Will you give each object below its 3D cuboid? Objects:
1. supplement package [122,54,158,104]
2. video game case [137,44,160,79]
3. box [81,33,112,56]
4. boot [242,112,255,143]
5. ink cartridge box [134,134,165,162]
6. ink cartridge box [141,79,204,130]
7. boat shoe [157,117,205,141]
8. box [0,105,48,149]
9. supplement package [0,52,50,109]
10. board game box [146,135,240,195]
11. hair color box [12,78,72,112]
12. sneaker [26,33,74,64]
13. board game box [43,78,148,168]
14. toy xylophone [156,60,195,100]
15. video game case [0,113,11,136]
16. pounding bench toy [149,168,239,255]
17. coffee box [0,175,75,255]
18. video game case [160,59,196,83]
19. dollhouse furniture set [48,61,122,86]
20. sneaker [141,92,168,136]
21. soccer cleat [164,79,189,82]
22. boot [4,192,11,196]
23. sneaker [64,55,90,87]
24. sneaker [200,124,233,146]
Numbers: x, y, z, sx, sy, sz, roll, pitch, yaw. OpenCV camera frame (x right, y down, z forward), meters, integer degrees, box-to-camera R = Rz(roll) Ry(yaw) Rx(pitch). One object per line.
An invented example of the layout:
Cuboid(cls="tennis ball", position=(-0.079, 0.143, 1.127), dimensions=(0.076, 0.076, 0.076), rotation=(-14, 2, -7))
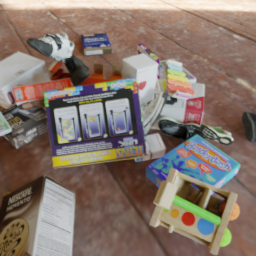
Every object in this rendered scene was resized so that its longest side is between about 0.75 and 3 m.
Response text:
Cuboid(cls="supplement package", position=(0.371, -1.647, 9.674), dimensions=(0.887, 1.462, 0.876), rotation=(-22, 48, -25))
Cuboid(cls="video game case", position=(0.881, -2.646, 11.861), dimensions=(0.259, 1.447, 1.311), rotation=(-30, 55, -16))
Cuboid(cls="box", position=(-1.880, -4.926, 16.136), dimensions=(1.551, 0.415, 2.560), rotation=(-8, 40, -9))
Cuboid(cls="boot", position=(5.294, 0.022, 10.227), dimensions=(1.894, 0.622, 1.561), rotation=(9, 43, 3))
Cuboid(cls="ink cartridge box", position=(0.643, 0.667, 9.483), dimensions=(1.031, 0.443, 0.755), rotation=(-9, 48, -13))
Cuboid(cls="ink cartridge box", position=(1.471, -0.899, 10.833), dimensions=(2.712, 1.123, 1.976), rotation=(8, 41, 9))
Cuboid(cls="boat shoe", position=(1.908, 0.159, 9.743), dimensions=(1.824, 0.682, 0.605), rotation=(20, 35, -9))
Cuboid(cls="box", position=(-3.792, -0.314, 10.593), dimensions=(1.705, 0.538, 2.163), rotation=(32, 49, 31))
Cuboid(cls="supplement package", position=(-4.786, -2.014, 11.925), dimensions=(1.742, 1.240, 2.237), rotation=(24, 52, 26))
Cuboid(cls="board game box", position=(2.001, 1.315, 8.696), dimensions=(2.337, 0.526, 1.777), rotation=(-28, 48, -29))
Cuboid(cls="hair color box", position=(-3.102, -1.213, 10.373), dimensions=(2.014, 1.022, 0.617), rotation=(-13, 78, -16))
Cuboid(cls="sneaker", position=(-2.983, -3.350, 11.056), dimensions=(0.960, 1.146, 2.590), rotation=(34, 12, 10))
Cuboid(cls="board game box", position=(-0.977, -0.133, 8.714), dimensions=(2.904, 2.400, 0.823), rotation=(-7, 1, 5))
Cuboid(cls="toy xylophone", position=(1.619, -1.706, 10.136), dimensions=(1.295, 0.444, 1.769), rotation=(1, 55, -26))
Cuboid(cls="video game case", position=(-4.676, -0.147, 8.721), dimensions=(1.478, 0.179, 1.624), rotation=(-26, 55, -29))
Cuboid(cls="pounding bench toy", position=(1.535, 1.863, 6.266), dimensions=(1.708, 2.189, 1.360), rotation=(20, 81, 18))
Cuboid(cls="coffee box", position=(-2.111, 2.622, 6.077), dimensions=(1.535, 1.084, 2.715), rotation=(-30, 42, 21))
Cuboid(cls="video game case", position=(1.800, -2.608, 13.517), dimensions=(2.052, 0.267, 2.255), rotation=(-14, 42, -16))
Cuboid(cls="dollhouse furniture set", position=(-1.709, -1.808, 11.604), dimensions=(2.899, 1.510, 2.931), rotation=(7, 41, 8))
Cuboid(cls="sneaker", position=(0.451, -0.552, 9.548), dimensions=(1.168, 2.031, 0.766), rotation=(31, 34, 1))
Cuboid(cls="soccer cleat", position=(1.939, -1.813, 11.630), dimensions=(1.286, 0.439, 0.471), rotation=(6, 71, 47))
Cuboid(cls="boot", position=(-2.755, 2.027, 7.999), dimensions=(1.244, 0.411, 1.089), rotation=(-25, 57, -26))
Cuboid(cls="sneaker", position=(-2.204, -2.410, 11.624), dimensions=(0.867, 1.036, 2.283), rotation=(-39, 24, 5))
Cuboid(cls="sneaker", position=(2.956, 0.150, 9.405), dimensions=(1.183, 0.455, 0.524), rotation=(27, 45, -1))
